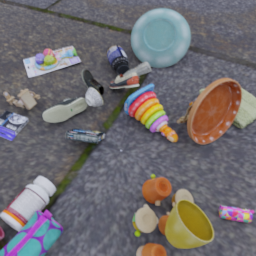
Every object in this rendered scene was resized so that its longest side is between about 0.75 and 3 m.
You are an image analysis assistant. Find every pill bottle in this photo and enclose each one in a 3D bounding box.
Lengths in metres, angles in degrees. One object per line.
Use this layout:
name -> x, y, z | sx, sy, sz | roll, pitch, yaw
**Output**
pill bottle -> -0.458, -3.184, 13.265 | 0.845, 0.845, 1.511 | -13, 52, -11
pill bottle -> -3.023, 2.314, 8.619 | 0.869, 0.869, 1.587 | 24, 54, 19

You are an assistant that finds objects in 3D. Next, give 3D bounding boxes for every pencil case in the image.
pencil case -> 3.318, 2.644, 8.641 | 0.981, 0.434, 0.434 | 5, 50, 5
pencil case -> -2.908, 3.408, 7.537 | 1.026, 1.115, 2.412 | 27, 54, 21

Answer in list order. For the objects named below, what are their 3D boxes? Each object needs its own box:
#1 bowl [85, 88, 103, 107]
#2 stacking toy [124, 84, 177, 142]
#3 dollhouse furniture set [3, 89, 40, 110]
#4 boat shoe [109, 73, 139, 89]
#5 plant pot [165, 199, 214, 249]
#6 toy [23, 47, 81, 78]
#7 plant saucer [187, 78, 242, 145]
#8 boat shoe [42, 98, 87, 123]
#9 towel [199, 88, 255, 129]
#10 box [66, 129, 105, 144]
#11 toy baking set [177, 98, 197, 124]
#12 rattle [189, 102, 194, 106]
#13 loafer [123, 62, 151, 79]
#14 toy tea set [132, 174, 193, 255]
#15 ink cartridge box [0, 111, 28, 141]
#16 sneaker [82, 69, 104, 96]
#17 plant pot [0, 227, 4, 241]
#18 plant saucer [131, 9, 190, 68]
bowl -> -1.441, -1.141, 11.191 | 0.861, 0.861, 0.404 | 36, 62, 27
stacking toy -> 1.043, -0.347, 10.826 | 1.320, 1.396, 2.405 | -33, 71, -18
dollhouse furniture set -> -4.368, -1.334, 11.455 | 1.546, 0.684, 0.801 | 12, 50, 38
boat shoe -> -0.207, -1.988, 11.932 | 0.652, 0.573, 1.832 | -19, 15, -34
plant pot -> 1.519, 2.718, 7.549 | 1.262, 0.896, 1.262 | 30, 27, -17
toy -> -3.775, -3.438, 13.659 | 2.573, 0.607, 1.482 | -18, 52, -15
plant saucer -> 3.059, -0.581, 10.022 | 2.528, 2.528, 0.408 | -27, 42, -21
boat shoe -> -2.600, -0.746, 11.248 | 1.943, 0.698, 0.657 | -27, 36, -35
towel -> 4.393, -1.111, 11.787 | 1.848, 0.454, 2.490 | -28, 55, -20
box -> -1.559, 0.283, 10.329 | 1.210, 0.278, 0.962 | 8, 9, 9
toy baking set -> 2.464, -0.723, 10.511 | 2.000, 1.535, 0.233 | -19, 63, -47
rattle -> 3.049, -0.650, 11.378 | 0.815, 0.743, 1.140 | -9, 69, -3
loafer -> 0.339, -2.420, 12.639 | 1.493, 0.521, 0.522 | -23, 28, 24
toy tea set -> 0.808, 2.729, 8.457 | 1.604, 0.998, 2.697 | 41, 53, -5
ink cartridge box -> -4.730, -0.116, 11.093 | 1.095, 0.240, 1.105 | 19, 53, 14
sneaker -> -1.444, -1.922, 11.855 | 0.497, 1.328, 0.705 | -33, 15, -39
plant pot -> -4.336, 3.080, 7.873 | 1.195, 1.195, 1.069 | 37, 73, 27
plant saucer -> 1.516, -4.347, 13.311 | 2.882, 0.555, 2.882 | 0, 90, 9
